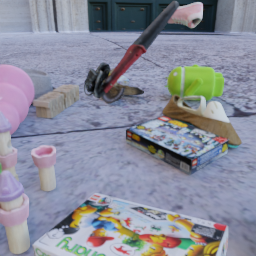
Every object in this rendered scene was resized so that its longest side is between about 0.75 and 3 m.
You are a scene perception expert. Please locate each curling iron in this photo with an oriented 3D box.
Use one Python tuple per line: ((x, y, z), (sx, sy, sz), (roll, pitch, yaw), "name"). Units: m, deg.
((0.141, -1.532, 5.382), (0.333, 0.646, 2.607), (41, 78, 18), "curling iron")

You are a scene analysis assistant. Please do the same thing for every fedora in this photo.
((-4.174, -1.773, 11.478), (2.475, 1.117, 2.189), (-1, 24, -3), "fedora")

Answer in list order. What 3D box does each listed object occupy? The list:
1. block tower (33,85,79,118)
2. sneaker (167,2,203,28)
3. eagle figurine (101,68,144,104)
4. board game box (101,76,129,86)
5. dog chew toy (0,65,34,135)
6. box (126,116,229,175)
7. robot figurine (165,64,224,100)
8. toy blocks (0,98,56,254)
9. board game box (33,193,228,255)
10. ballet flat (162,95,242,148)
((-2.585, -1.025, 10.377), (0.629, 0.674, 2.331), (7, 23, 15), "block tower")
((2.116, -4.161, 10.695), (1.512, 0.790, 0.569), (-8, -17, 31), "sneaker")
((-0.513, -1.663, 11.518), (1.443, 1.435, 1.902), (-42, 68, 0), "eagle figurine")
((-0.753, -2.292, 13.777), (1.426, 0.244, 0.958), (-7, 25, -15), "board game box")
((-3.797, -0.770, 8.571), (1.647, 1.647, 2.645), (-4, 42, -9), "dog chew toy")
((1.244, 0.342, 7.442), (1.545, 0.450, 2.257), (-20, 30, -38), "box")
((2.620, -1.787, 11.258), (2.271, 1.314, 1.993), (4, 33, 7), "robot figurine")
((-2.583, 0.699, 4.780), (2.275, 1.915, 2.126), (0, 24, 1), "toy blocks")
((0.043, 1.682, 3.996), (2.370, 0.410, 1.496), (5, 21, 30), "board game box")
((2.164, -0.386, 8.296), (0.962, 1.026, 2.837), (7, 15, -36), "ballet flat")
